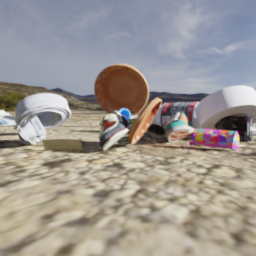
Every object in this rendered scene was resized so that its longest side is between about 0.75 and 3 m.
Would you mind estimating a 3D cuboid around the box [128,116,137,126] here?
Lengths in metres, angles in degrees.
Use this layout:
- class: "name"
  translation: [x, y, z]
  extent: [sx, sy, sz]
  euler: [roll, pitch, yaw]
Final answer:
- class: "box"
  translation: [0.436, -0.334, 14.153]
  extent: [1.490, 0.470, 2.707]
  euler: [-1, 4, -12]

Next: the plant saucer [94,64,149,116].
- class: "plant saucer"
  translation: [-0.293, -1.691, 12.680]
  extent: [2.500, 2.500, 0.468]
  euler: [1, 27, 11]

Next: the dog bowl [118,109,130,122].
- class: "dog bowl"
  translation: [-0.293, -0.314, 10.752]
  extent: [0.574, 1.030, 0.255]
  euler: [39, -22, -3]

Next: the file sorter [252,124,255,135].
- class: "file sorter"
  translation: [4.086, -0.470, 10.603]
  extent: [1.445, 1.296, 2.082]
  euler: [0, 4, 12]

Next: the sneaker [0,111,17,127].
- class: "sneaker"
  translation: [-6.270, -0.481, 14.082]
  extent: [1.948, 0.787, 0.745]
  euler: [1, 3, 0]

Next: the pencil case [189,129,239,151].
- class: "pencil case"
  translation: [2.025, 0.284, 6.602]
  extent: [1.089, 0.481, 0.481]
  euler: [1, 5, 33]

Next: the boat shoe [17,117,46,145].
- class: "boat shoe"
  translation: [-2.556, 0.110, 7.267]
  extent: [0.613, 0.690, 1.874]
  euler: [-30, -1, -19]

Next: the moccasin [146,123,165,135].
- class: "moccasin"
  translation: [0.858, 0.040, 9.860]
  extent: [0.950, 0.347, 0.367]
  euler: [12, -7, 8]

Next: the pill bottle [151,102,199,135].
- class: "pill bottle"
  translation: [1.767, -0.349, 10.172]
  extent: [1.980, 1.147, 1.147]
  euler: [2, 5, 37]

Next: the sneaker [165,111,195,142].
- class: "sneaker"
  translation: [1.367, -0.083, 7.990]
  extent: [0.680, 0.761, 1.904]
  euler: [-36, -14, 20]

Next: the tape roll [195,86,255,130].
- class: "tape roll"
  translation: [3.037, -0.447, 8.560]
  extent: [1.924, 0.673, 1.924]
  euler: [-8, -27, -4]

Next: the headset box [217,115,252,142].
- class: "headset box"
  translation: [3.097, 0.001, 8.275]
  extent: [1.001, 0.745, 0.387]
  euler: [5, 7, 45]

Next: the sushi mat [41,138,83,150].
- class: "sushi mat"
  translation: [-1.492, 0.371, 6.383]
  extent: [0.899, 0.430, 0.054]
  euler: [0, 49, 0]

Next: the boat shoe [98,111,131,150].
- class: "boat shoe"
  translation: [-0.388, -0.013, 6.802]
  extent: [0.742, 0.652, 2.084]
  euler: [-37, 3, 12]

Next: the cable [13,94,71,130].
- class: "cable"
  translation: [-2.832, -0.493, 9.334]
  extent: [1.746, 0.604, 1.745]
  euler: [0, -28, -33]

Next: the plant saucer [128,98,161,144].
- class: "plant saucer"
  translation: [0.379, -0.179, 6.835]
  extent: [0.207, 1.285, 1.285]
  euler: [34, 13, 12]
